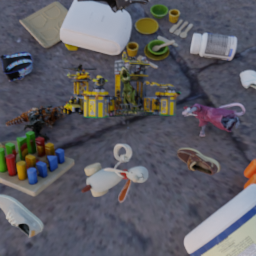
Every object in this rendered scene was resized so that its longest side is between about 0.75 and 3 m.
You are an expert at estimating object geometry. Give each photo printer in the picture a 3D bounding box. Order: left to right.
[{"bbox_3d":[-1.025,-3.535,9.829,2.251,0.782,1.873,15,59,-1],"label":"photo printer"}]

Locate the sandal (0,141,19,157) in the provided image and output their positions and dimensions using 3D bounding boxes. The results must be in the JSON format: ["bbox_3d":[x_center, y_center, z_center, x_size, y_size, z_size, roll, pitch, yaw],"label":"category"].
[{"bbox_3d":[-3.808,0.586,7.778,1.599,0.432,0.642,1,60,1],"label":"sandal"}]

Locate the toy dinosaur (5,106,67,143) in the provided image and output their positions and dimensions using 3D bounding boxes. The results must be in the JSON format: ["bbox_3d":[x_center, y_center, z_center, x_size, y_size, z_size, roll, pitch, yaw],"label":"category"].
[{"bbox_3d":[-2.634,-0.202,8.195,1.663,0.850,1.129,-24,46,8],"label":"toy dinosaur"}]

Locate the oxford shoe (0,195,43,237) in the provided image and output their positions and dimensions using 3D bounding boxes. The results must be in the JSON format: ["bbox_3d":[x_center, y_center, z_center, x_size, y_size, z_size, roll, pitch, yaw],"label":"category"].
[{"bbox_3d":[-2.364,1.848,5.896,1.253,0.471,0.362,33,38,12],"label":"oxford shoe"}]

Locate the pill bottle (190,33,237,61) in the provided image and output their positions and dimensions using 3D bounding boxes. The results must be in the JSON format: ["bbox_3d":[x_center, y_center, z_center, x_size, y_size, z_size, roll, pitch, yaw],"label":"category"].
[{"bbox_3d":[2.874,-2.779,9.522,1.393,0.793,0.793,10,60,5],"label":"pill bottle"}]

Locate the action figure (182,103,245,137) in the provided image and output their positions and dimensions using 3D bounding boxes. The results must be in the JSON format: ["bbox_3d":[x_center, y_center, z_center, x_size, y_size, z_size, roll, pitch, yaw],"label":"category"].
[{"bbox_3d":[2.252,-0.435,7.883,1.593,1.067,1.186,24,72,41],"label":"action figure"}]

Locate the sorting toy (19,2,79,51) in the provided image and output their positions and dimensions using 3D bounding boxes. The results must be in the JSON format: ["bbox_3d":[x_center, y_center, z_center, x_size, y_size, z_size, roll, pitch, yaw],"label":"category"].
[{"bbox_3d":[-2.570,-3.555,10.282,1.787,0.321,2.399,-37,72,-21],"label":"sorting toy"}]

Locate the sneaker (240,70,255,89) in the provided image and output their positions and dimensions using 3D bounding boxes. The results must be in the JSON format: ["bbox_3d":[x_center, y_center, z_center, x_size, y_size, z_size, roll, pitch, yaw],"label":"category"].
[{"bbox_3d":[4.343,-1.498,9.009,1.417,0.498,0.568,0,68,7],"label":"sneaker"}]

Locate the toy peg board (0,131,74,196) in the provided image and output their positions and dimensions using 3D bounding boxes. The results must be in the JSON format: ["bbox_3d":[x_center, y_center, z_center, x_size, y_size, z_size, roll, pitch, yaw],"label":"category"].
[{"bbox_3d":[-2.296,0.730,6.663,1.435,0.705,1.441,14,30,23],"label":"toy peg board"}]

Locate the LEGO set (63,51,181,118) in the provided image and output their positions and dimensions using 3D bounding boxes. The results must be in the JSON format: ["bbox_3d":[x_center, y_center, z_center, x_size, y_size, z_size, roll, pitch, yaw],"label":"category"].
[{"bbox_3d":[-0.178,-1.214,7.270,2.937,2.259,1.702,-2,98,-20],"label":"LEGO set"}]

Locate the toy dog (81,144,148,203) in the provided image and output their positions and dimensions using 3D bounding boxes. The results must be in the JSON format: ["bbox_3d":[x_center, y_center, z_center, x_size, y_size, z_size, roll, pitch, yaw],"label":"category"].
[{"bbox_3d":[-0.342,0.940,5.023,0.852,1.292,0.622,53,33,0],"label":"toy dog"}]

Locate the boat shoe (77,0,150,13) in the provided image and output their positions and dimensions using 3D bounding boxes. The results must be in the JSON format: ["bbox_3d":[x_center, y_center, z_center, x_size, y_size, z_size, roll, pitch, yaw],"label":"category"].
[{"bbox_3d":[-0.405,-3.865,8.338,2.476,0.820,0.866,-5,20,-34],"label":"boat shoe"}]

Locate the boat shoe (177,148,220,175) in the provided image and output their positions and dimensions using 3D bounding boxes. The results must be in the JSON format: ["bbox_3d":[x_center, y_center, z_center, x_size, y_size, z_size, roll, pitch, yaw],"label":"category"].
[{"bbox_3d":[1.504,0.774,6.299,1.072,0.387,0.386,26,39,37],"label":"boat shoe"}]

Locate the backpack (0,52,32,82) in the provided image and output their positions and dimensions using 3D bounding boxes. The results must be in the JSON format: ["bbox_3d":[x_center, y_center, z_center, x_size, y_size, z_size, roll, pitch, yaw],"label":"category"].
[{"bbox_3d":[-3.579,-2.039,9.181,0.945,0.636,0.863,-20,62,-10],"label":"backpack"}]

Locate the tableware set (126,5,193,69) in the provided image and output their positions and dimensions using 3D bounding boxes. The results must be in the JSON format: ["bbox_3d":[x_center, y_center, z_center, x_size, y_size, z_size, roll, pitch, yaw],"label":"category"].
[{"bbox_3d":[0.984,-3.481,10.141,1.911,0.435,2.837,32,65,17],"label":"tableware set"}]

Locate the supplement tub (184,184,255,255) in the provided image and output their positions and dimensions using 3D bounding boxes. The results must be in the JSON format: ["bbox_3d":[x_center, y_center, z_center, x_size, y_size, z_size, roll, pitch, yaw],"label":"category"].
[{"bbox_3d":[2.786,2.853,5.491,2.133,2.133,2.942,-31,66,-17],"label":"supplement tub"}]

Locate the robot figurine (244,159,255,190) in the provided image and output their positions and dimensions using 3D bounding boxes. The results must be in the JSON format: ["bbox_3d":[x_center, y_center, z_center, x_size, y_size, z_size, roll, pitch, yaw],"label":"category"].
[{"bbox_3d":[4.052,1.390,6.828,2.222,1.598,1.296,13,105,6],"label":"robot figurine"}]
